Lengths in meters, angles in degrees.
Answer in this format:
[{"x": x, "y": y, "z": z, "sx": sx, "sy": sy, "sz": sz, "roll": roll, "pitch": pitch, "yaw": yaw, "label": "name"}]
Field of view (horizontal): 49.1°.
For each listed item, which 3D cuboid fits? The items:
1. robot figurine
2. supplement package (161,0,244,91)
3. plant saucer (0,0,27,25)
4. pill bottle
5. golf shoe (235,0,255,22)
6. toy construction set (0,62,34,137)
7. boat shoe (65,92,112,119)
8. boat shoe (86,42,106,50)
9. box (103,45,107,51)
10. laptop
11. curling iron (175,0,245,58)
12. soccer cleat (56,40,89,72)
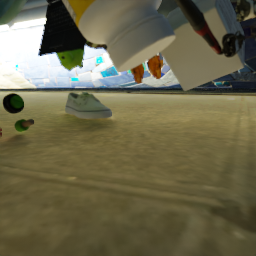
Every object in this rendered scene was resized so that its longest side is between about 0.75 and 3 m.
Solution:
[{"x": 0.591, "y": -2.714, "z": 10.136, "sx": 1.557, "sy": 2.148, "sz": 0.625, "roll": -14, "pitch": 41, "yaw": -1, "label": "robot figurine"}, {"x": 2.416, "y": -2.959, "z": 9.100, "sx": 1.995, "sy": 1.981, "sz": 2.629, "roll": -20, "pitch": 29, "yaw": 34, "label": "supplement package"}, {"x": -2.964, "y": -3.243, "z": 7.135, "sx": 1.664, "sy": 1.664, "sz": 0.299, "roll": 10, "pitch": -15, "yaw": 45, "label": "plant saucer"}, {"x": -0.344, "y": -2.165, "z": 4.192, "sx": 1.386, "sy": 2.490, "sz": 1.386, "roll": -31, "pitch": 2, "yaw": 1, "label": "pill bottle"}, {"x": 2.762, "y": -2.714, "z": 6.327, "sx": 0.589, "sy": 0.516, "sz": 1.337, "roll": -3, "pitch": 18, "yaw": 19, "label": "golf shoe"}, {"x": -4.267, "y": -0.477, "z": 6.650, "sx": 2.120, "sy": 2.301, "sz": 2.759, "roll": -14, "pitch": 10, "yaw": 33, "label": "toy construction set"}, {"x": -1.672, "y": -0.917, "z": 10.780, "sx": 1.028, "sy": 0.933, "sz": 2.795, "roll": -9, "pitch": 14, "yaw": -43, "label": "boat shoe"}, {"x": -0.645, "y": -3.844, "z": 10.114, "sx": 0.878, "sy": 0.876, "sz": 2.373, "roll": 6, "pitch": -40, "yaw": -47, "label": "boat shoe"}, {"x": -0.237, "y": -3.877, "z": 11.053, "sx": 0.614, "sy": 2.408, "sz": 1.899, "roll": -26, "pitch": 54, "yaw": -31, "label": "box"}, {"x": -1.547, "y": -2.574, "z": 5.505, "sx": 1.735, "sy": 1.958, "sz": 1.011, "roll": 7, "pitch": -5, "yaw": 44, "label": "laptop"}, {"x": 1.630, "y": -2.298, "z": 5.931, "sx": 2.880, "sy": 0.368, "sz": 0.714, "roll": 22, "pitch": -47, "yaw": -41, "label": "curling iron"}, {"x": -1.850, "y": -3.110, "z": 9.282, "sx": 0.967, "sy": 1.161, "sz": 2.865, "roll": -14, "pitch": 49, "yaw": 14, "label": "soccer cleat"}]
